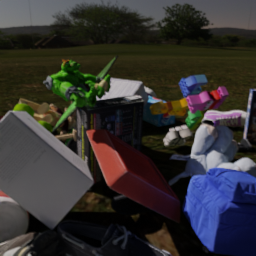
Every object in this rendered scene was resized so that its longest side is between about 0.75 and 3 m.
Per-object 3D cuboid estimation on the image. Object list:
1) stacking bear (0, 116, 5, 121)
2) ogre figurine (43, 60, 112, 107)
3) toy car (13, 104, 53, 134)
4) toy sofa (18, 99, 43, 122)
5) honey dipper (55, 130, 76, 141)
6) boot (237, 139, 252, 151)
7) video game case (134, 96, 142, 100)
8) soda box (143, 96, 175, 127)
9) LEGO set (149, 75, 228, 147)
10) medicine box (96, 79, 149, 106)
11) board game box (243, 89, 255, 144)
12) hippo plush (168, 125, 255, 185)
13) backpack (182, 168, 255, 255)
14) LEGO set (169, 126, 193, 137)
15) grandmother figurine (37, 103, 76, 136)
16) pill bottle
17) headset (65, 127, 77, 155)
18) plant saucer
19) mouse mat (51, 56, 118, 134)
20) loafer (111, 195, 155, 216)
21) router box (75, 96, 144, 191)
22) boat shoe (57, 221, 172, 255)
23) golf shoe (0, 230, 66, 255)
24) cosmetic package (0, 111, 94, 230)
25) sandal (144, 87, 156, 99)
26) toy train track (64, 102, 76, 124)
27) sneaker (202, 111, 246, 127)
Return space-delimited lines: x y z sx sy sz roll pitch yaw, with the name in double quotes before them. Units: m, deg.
"stacking bear" -3.589 0.320 8.645 1.570 0.953 0.893 18 18 24
"ogre figurine" -1.060 -0.893 5.955 1.044 0.854 1.742 22 42 6
"toy car" -3.188 0.431 7.400 1.833 1.446 1.506 -10 48 31
"toy sofa" -3.651 -0.210 10.325 0.957 1.127 2.310 19 9 -27
"honey dipper" -1.718 0.259 6.731 1.538 0.292 0.292 -10 20 -10
"boot" 3.408 0.547 8.890 0.782 0.257 0.645 -4 17 1
"video game case" -0.171 0.005 8.212 0.301 1.680 1.523 16 24 37
"soda box" 0.882 -0.823 12.017 0.866 0.819 2.553 -11 22 -29
"LEGO set" 1.372 -0.493 7.903 1.218 2.969 1.132 -8 64 -16
"medicine box" -0.418 -1.027 11.233 1.853 0.954 1.688 13 58 36
"board game box" 4.466 -0.332 9.035 1.211 1.788 0.309 2 19 8
"hippo plush" 2.095 0.775 6.258 1.843 1.468 1.482 -7 19 -22
"backpack" 1.695 1.311 4.770 1.202 1.241 1.479 15 4 -10
"LEGO set" 1.868 0.194 9.837 0.630 0.207 0.843 -14 23 -5
"grandmother figurine" -2.419 -0.269 9.949 0.607 1.215 2.004 -13 -8 11
"pill bottle" -2.358 1.363 5.279 0.951 0.951 1.717 -6 18 -17
"headset" -1.512 0.680 7.176 0.766 1.007 1.630 13 40 -27
"plant saucer" 0.148 0.817 5.492 1.855 0.341 1.859 35 12 -32
"mouse mat" -1.345 -0.918 8.206 2.612 0.098 2.102 -38 19 37
"loafer" 0.148 1.507 5.568 1.172 0.398 0.411 8 -5 -32
"router box" -0.437 0.315 6.749 1.515 2.021 0.628 -12 25 -34
"boat shoe" -0.211 1.833 4.332 1.945 0.659 0.698 7 18 18
"golf shoe" -1.840 2.123 3.583 1.026 0.844 2.172 -7 9 36
"cosmetic package" -1.588 0.626 4.904 1.661 1.021 1.656 41 -6 -10
"sandal" 0.412 -1.984 15.640 2.646 1.077 0.650 21 68 45
"toy train track" -1.857 -0.522 10.661 0.235 0.830 1.447 -4 -11 26
"sneaker" 3.693 -0.218 10.700 1.738 0.630 0.991 1 22 31
